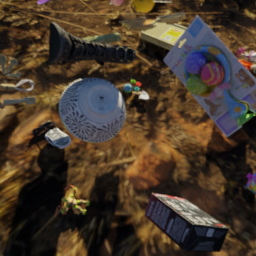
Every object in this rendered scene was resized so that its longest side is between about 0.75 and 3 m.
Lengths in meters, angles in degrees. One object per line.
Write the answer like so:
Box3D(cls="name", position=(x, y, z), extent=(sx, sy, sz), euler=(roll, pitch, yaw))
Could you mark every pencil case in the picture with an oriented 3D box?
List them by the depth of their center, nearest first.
Box3D(cls="pencil case", position=(2.644, 1.219, 5.207), extent=(0.423, 0.423, 0.957), euler=(-21, 30, -16))

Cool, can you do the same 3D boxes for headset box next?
Box3D(cls="headset box", position=(0.822, 1.396, 4.252), extent=(0.790, 0.410, 1.062), euler=(19, 2, -34))

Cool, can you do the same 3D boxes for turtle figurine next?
Box3D(cls="turtle figurine", position=(-1.451, 2.018, 7.314), extent=(0.763, 0.305, 0.946), euler=(19, 47, 6))

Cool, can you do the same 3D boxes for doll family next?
Box3D(cls="doll family", position=(4.427, -1.969, 10.220), extent=(1.763, 1.280, 2.840), euler=(31, 39, 31))

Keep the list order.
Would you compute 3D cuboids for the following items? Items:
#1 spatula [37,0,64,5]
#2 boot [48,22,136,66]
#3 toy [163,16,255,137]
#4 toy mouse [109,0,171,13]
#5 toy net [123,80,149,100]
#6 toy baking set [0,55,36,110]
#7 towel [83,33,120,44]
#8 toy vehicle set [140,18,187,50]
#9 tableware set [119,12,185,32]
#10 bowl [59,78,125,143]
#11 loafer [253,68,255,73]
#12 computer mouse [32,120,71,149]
Box3D(cls="spatula", position=(-1.909, -3.568, 7.723), extent=(1.181, 0.121, 0.334), euler=(-17, 42, -20))
Box3D(cls="boot", position=(-0.818, -1.908, 6.779), extent=(2.111, 0.839, 2.424), euler=(3, 13, -15))
Box3D(cls="toy", position=(1.895, -1.103, 6.588), extent=(0.621, 1.515, 2.631), euler=(-30, 77, -42))
Box3D(cls="toy mouse", position=(-0.016, -3.975, 8.317), extent=(2.045, 1.817, 0.396), euler=(9, 83, 34))
Box3D(cls="toy net", position=(0.358, -1.312, 10.129), extent=(0.589, 0.217, 1.123), euler=(-35, 60, -29))
Box3D(cls="toy baking set", position=(-1.926, -0.699, 4.491), extent=(0.120, 1.030, 0.791), euler=(-2, 36, 42))
Box3D(cls="towel", position=(-1.062, -2.729, 8.922), extent=(1.317, 0.324, 1.775), euler=(-18, 19, -19))
Box3D(cls="toy vehicle set", position=(1.923, -3.998, 12.245), extent=(2.395, 0.318, 1.488), euler=(30, 57, 22))
Box3D(cls="tableware set", position=(0.850, -3.336, 8.784), extent=(1.889, 0.262, 2.261), euler=(-7, 15, 16))
Box3D(cls="bowl", position=(-0.777, -0.580, 7.048), extent=(1.806, 0.848, 1.806), euler=(6, 73, -20))
Box3D(cls="loafer", position=(3.635, -1.607, 7.592), extent=(0.268, 0.768, 0.268), euler=(-3, 85, 4))
Box3D(cls="computer mouse", position=(-2.320, 0.289, 8.755), extent=(0.773, 0.309, 1.410), euler=(-35, 53, -31))
